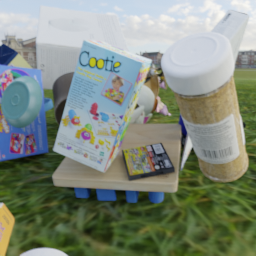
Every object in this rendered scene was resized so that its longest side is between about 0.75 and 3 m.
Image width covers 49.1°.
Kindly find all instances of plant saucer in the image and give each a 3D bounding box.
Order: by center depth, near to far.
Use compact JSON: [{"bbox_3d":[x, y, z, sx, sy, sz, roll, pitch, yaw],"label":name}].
[{"bbox_3d":[-2.572,-0.631,6.567,1.262,1.262,0.227,7,-3,26],"label":"plant saucer"},{"bbox_3d":[0.397,-1.371,10.466,1.848,1.848,0.327,-11,27,-38],"label":"plant saucer"}]

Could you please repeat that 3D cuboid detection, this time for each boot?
[{"bbox_3d":[2.852,0.142,8.614,2.056,0.929,2.509,-17,17,-34],"label":"boot"}]

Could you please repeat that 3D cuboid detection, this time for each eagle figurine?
[{"bbox_3d":[0.613,-1.803,9.237,1.363,1.034,1.029,-6,-26,-15],"label":"eagle figurine"}]

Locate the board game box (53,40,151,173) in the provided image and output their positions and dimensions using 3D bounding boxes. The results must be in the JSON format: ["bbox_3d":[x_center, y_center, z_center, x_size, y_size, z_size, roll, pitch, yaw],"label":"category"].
[{"bbox_3d":[-0.425,-0.398,4.804,0.993,1.894,0.976,23,19,7],"label":"board game box"}]

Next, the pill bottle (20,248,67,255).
[{"bbox_3d":[-0.709,1.761,2.215,0.892,0.892,1.567,-3,14,-14],"label":"pill bottle"}]

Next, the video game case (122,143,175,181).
[{"bbox_3d":[0.335,0.595,5.105,0.804,0.113,0.889,-10,28,-4],"label":"video game case"}]

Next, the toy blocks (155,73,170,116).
[{"bbox_3d":[1.288,-1.279,13.363,1.752,2.082,1.945,49,21,12],"label":"toy blocks"}]

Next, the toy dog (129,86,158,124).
[{"bbox_3d":[-0.014,-0.491,7.907,1.377,1.914,1.974,38,50,0],"label":"toy dog"}]

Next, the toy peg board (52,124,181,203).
[{"bbox_3d":[-0.030,0.881,6.005,2.254,1.103,2.245,0,27,13],"label":"toy peg board"}]

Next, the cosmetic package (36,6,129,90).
[{"bbox_3d":[-1.712,-2.817,10.065,2.891,1.777,2.882,1,44,-14],"label":"cosmetic package"}]

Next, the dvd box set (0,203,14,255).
[{"bbox_3d":[-1.901,1.675,2.287,1.669,0.335,2.282,-31,18,-6],"label":"dvd box set"}]

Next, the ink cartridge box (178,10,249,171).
[{"bbox_3d":[1.752,-0.815,6.601,0.575,2.824,2.830,26,56,21],"label":"ink cartridge box"}]

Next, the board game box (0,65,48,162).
[{"bbox_3d":[-3.034,-0.402,7.503,0.536,2.396,1.611,-3,2,34],"label":"board game box"}]

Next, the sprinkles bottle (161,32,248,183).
[{"bbox_3d":[1.256,-0.141,4.240,0.862,2.526,0.862,-15,45,16],"label":"sprinkles bottle"}]

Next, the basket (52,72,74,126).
[{"bbox_3d":[-1.293,-0.650,7.096,1.480,1.116,1.642,5,26,-7],"label":"basket"}]

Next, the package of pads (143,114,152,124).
[{"bbox_3d":[-0.086,-0.212,9.428,1.253,0.553,1.621,-7,-22,-22],"label":"package of pads"}]

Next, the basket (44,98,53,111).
[{"bbox_3d":[-4.209,-0.425,8.858,2.577,2.033,2.923,7,25,30],"label":"basket"}]

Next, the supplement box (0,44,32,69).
[{"bbox_3d":[-3.485,-1.635,8.197,0.716,1.066,1.065,32,-13,28],"label":"supplement box"}]
